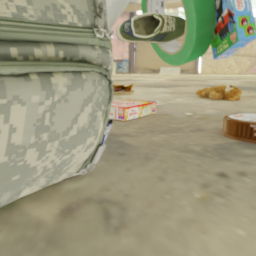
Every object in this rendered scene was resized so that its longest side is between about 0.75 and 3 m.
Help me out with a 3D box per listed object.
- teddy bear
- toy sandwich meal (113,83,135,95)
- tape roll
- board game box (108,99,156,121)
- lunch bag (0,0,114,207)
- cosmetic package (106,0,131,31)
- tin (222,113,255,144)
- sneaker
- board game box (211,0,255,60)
[{"bbox_3d":[3.628,-1.469,11.323,1.338,0.616,1.846,-8,14,-23],"label":"teddy bear"},{"bbox_3d":[-0.452,-1.899,13.377,1.593,0.546,1.593,0,12,0],"label":"toy sandwich meal"},{"bbox_3d":[1.195,-2.909,7.278,0.604,2.513,2.513,-21,19,-18],"label":"tape roll"},{"bbox_3d":[-0.108,-0.511,7.553,1.134,0.347,1.497,8,15,34],"label":"board game box"},{"bbox_3d":[-1.450,-0.388,2.386,1.974,2.377,2.834,7,15,33],"label":"lunch bag"},{"bbox_3d":[-0.564,-3.363,7.340,0.920,1.810,0.670,28,-15,17],"label":"cosmetic package"},{"bbox_3d":[2.733,0.041,5.020,1.176,0.440,2.100,-6,13,-43],"label":"tin"},{"bbox_3d":[0.743,-2.504,7.005,1.968,0.660,0.884,-11,8,-17],"label":"sneaker"},{"bbox_3d":[2.173,-3.049,6.428,0.473,2.587,1.957,-10,2,4],"label":"board game box"}]
